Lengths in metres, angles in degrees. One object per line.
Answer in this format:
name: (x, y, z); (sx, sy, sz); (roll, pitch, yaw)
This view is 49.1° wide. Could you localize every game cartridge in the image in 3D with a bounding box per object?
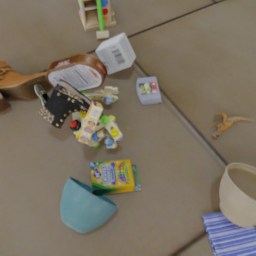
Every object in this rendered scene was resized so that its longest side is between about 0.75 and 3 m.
game cartridge: (0.771, -1.483, 11.037); (0.868, 0.267, 1.304); (-9, 56, 0)

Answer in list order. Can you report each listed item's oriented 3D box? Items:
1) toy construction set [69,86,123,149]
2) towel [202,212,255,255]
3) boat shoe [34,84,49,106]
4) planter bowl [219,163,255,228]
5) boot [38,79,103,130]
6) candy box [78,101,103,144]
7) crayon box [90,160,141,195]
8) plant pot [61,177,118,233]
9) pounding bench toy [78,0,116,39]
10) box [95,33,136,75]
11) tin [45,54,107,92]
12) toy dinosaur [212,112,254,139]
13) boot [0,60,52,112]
toy construction set: (-1.081, -0.477, 9.755); (1.814, 1.274, 2.766); (-19, 47, 17)
towel: (3.065, 3.294, 7.876); (1.438, 0.237, 1.986); (-9, 56, -8)
boat shoe: (-3.095, -1.196, 10.272); (0.341, 0.288, 0.956); (-31, 95, -52)
planter bowl: (3.304, 1.992, 7.846); (1.767, 1.189, 1.767); (16, 29, -9)
boot: (-1.872, -0.535, 9.159); (1.842, 0.674, 1.387); (39, 90, -14)
candy box: (-1.145, -0.172, 8.402); (0.325, 1.175, 0.678); (23, 12, -15)
crayon box: (-0.399, 1.534, 8.834); (1.538, 0.397, 0.967); (-4, 51, -10)
plant pot: (-1.257, 2.270, 7.892); (1.625, 1.625, 1.094); (28, 80, 17)
pounding bench toy: (-1.377, -5.477, 12.670); (1.519, 1.907, 2.445); (-14, 58, -9)
box: (-0.473, -2.939, 11.134); (1.119, 1.113, 0.958); (-13, 33, 29)
tin: (-1.789, -1.780, 9.544); (2.325, 1.302, 0.487); (-7, 57, 32)
toy dinosaur: (3.583, -0.208, 10.154); (1.713, 0.518, 0.910); (-30, 87, -14)
boot: (-4.444, -1.908, 10.983); (2.758, 1.058, 2.141); (-32, 59, -11)
